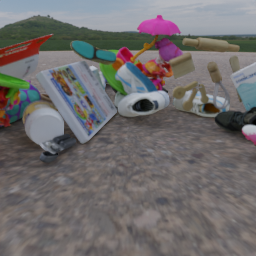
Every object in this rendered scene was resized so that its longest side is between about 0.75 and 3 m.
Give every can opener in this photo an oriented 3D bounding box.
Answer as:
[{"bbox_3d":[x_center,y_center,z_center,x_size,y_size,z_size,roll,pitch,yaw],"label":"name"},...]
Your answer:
[{"bbox_3d":[-1.647,0.450,6.454,0.374,0.469,1.404,35,9,4],"label":"can opener"}]

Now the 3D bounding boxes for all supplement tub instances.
[{"bbox_3d":[-2.219,-0.131,7.334,0.956,0.956,1.315,-8,20,-22],"label":"supplement tub"}]

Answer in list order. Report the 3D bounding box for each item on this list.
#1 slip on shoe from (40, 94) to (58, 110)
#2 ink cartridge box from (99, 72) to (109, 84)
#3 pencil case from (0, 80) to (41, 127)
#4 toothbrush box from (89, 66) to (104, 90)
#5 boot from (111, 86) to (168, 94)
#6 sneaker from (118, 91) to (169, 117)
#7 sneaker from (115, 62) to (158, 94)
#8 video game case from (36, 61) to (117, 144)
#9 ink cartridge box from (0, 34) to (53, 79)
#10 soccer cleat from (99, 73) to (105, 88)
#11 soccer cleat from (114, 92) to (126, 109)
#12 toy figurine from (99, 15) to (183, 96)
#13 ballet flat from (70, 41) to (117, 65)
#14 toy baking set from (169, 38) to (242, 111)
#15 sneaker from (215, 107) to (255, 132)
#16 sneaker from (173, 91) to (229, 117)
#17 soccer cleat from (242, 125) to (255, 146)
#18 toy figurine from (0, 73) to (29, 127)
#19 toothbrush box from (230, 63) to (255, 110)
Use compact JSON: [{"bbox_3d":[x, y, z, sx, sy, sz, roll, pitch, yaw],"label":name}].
[{"bbox_3d":[-2.562,-0.984,10.529,1.667,0.505,0.634,6,20,18],"label":"slip on shoe"},{"bbox_3d":[-1.485,-2.605,14.670,2.008,0.436,1.989,4,3,18],"label":"ink cartridge box"},{"bbox_3d":[-3.835,-0.787,8.970,1.053,1.144,2.475,0,17,12],"label":"pencil case"},{"bbox_3d":[-1.416,-1.508,10.257,0.901,1.230,0.525,-25,30,-18],"label":"toothbrush box"},{"bbox_3d":[0.493,-1.713,12.458,2.232,0.865,1.544,30,27,35],"label":"boot"},{"bbox_3d":[0.281,-0.729,8.733,0.735,0.758,2.075,-24,8,-42],"label":"sneaker"},{"bbox_3d":[0.361,-1.356,9.467,0.729,1.806,0.691,-35,14,36],"label":"sneaker"},{"bbox_3d":[-1.328,-0.929,8.308,0.260,2.067,2.886,-29,9,21],"label":"video game case"},{"bbox_3d":[-3.090,-1.488,7.165,2.365,0.675,1.923,-10,21,42],"label":"ink cartridge box"},{"bbox_3d":[-1.477,-1.935,12.598,0.791,0.977,2.264,0,19,0],"label":"soccer cleat"},{"bbox_3d":[-0.208,-1.205,10.808,0.537,0.664,1.538,10,22,-2],"label":"soccer cleat"},{"bbox_3d":[0.821,-2.380,9.534,2.622,2.848,2.138,-41,4,43],"label":"toy figurine"},{"bbox_3d":[-1.169,-2.415,9.240,1.594,0.563,0.563,10,13,-25],"label":"ballet flat"},{"bbox_3d":[2.460,-1.559,8.375,2.796,2.146,0.325,-2,25,-15],"label":"toy baking set"},{"bbox_3d":[3.077,-0.240,7.505,1.757,0.672,1.007,25,-12,44],"label":"sneaker"},{"bbox_3d":[2.440,-0.820,9.732,1.941,0.743,0.784,9,24,31],"label":"sneaker"},{"bbox_3d":[3.291,0.241,6.002,1.575,0.680,0.550,32,34,19],"label":"soccer cleat"},{"bbox_3d":[-3.062,-0.162,5.879,1.655,2.029,2.205,18,7,0],"label":"toy figurine"},{"bbox_3d":[3.904,-0.978,7.717,0.780,1.829,1.339,-27,0,-29],"label":"toothbrush box"}]
